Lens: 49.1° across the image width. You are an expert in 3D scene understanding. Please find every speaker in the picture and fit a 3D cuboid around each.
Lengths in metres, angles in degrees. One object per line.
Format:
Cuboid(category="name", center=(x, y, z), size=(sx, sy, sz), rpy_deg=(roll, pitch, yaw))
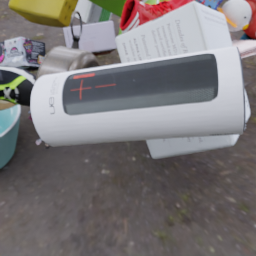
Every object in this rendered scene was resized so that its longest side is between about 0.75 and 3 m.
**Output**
Cuboid(category="speaker", center=(0.094, -0.350, 3.814), size=(2.686, 1.091, 1.091), rpy_deg=(-4, 38, 17))

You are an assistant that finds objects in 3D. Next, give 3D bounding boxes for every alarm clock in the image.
Cuboid(category="alarm clock", center=(-1.125, -0.996, 5.818), size=(0.895, 2.690, 1.814), rpy_deg=(9, 15, 13))

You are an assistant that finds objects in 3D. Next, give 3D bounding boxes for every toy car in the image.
Cuboid(category="toy car", center=(3.641, -3.456, 8.843), size=(1.997, 1.841, 1.766), rpy_deg=(-26, 74, -29))

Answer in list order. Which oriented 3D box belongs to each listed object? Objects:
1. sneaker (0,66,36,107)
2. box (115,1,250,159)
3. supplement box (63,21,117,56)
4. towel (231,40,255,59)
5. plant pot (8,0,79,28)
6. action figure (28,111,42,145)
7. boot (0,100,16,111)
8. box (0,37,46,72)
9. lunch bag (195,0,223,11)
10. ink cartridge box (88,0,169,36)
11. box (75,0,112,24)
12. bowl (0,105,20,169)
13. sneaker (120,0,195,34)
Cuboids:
Cuboid(category="sneaker", center=(-2.763, -0.755, 5.430), size=(2.305, 0.826, 0.954), rpy_deg=(18, 47, -1))
Cuboid(category="box", center=(1.367, -1.003, 6.073), size=(1.687, 2.581, 2.567), rpy_deg=(-14, 7, 32))
Cuboid(category="supplement box", center=(-1.148, -2.535, 8.376), size=(1.340, 0.749, 2.461), rpy_deg=(-11, 13, -6))
Cuboid(category="towel", center=(2.779, -2.233, 8.938), size=(2.398, 0.405, 2.511), rpy_deg=(-18, 17, 4))
Cuboid(category="plant pot", center=(-2.252, -3.656, 7.983), size=(1.294, 1.468, 1.467), rpy_deg=(24, 7, 2))
Cuboid(category="action figure", center=(-1.905, -0.071, 6.771), size=(0.720, 1.075, 0.801), rpy_deg=(-16, 29, 26))
Cuboid(category="boot", center=(-3.383, -0.581, 6.845), size=(1.322, 0.465, 0.946), rpy_deg=(-15, 5, -27))
Cuboid(category="box", center=(-3.258, -2.085, 8.202), size=(1.423, 0.816, 0.940), rpy_deg=(-3, 4, 27))
Cuboid(category="lunch bag", center=(2.128, -4.257, 8.578), size=(1.099, 0.686, 1.459), rpy_deg=(25, 25, -30))
Cuboid(category="ink cartridge box", center=(0.249, -3.544, 8.869), size=(2.787, 2.060, 1.056), rpy_deg=(18, 69, -31))
Cuboid(category="box", center=(-1.342, -4.792, 11.072), size=(1.084, 1.259, 1.265), rpy_deg=(1, 31, -40))
Cuboid(category="bowl", center=(-4.348, 0.322, 7.717), size=(2.990, 1.564, 2.990), rpy_deg=(0, 39, 0))
Cuboid(category="sneaker", center=(0.726, -2.956, 7.131), size=(2.139, 1.236, 0.838), rpy_deg=(-42, 52, 1))
